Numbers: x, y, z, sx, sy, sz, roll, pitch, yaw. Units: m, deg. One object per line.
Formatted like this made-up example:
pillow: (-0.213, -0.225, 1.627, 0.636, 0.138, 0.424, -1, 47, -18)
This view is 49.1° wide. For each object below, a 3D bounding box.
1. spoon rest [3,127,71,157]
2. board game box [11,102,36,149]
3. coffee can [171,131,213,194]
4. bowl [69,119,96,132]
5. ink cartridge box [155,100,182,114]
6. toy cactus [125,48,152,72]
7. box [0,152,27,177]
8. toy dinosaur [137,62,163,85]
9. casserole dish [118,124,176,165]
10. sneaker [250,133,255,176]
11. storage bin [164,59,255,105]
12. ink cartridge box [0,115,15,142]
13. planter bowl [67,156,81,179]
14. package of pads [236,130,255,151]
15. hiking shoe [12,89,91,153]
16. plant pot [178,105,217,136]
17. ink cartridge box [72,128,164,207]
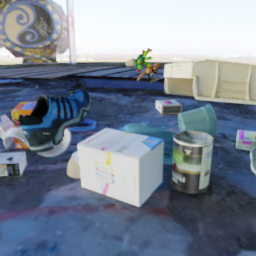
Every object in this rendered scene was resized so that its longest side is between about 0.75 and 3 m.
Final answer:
spoon rest: (-3.597, 0.449, 10.841, 2.878, 0.872, 1.430, 2, 53, 15)
board game box: (-3.830, -0.174, 11.861, 1.585, 1.586, 1.585, -2, 18, -7)
coffee can: (1.890, 0.996, 8.377, 1.137, 1.554, 1.137, 0, 18, 0)
bowl: (-2.266, -0.119, 13.825, 1.352, 0.265, 1.352, 0, 18, 0)
ink cartridge box: (2.412, -1.274, 16.861, 1.216, 0.554, 1.476, -2, 19, -10)
toy cactus: (0.437, -2.522, 10.652, 1.056, 0.655, 1.280, -7, 51, 26)
box: (-4.346, 1.233, 9.369, 1.621, 0.488, 0.946, -2, 18, -7)
toy dinosaur: (1.122, -2.735, 14.077, 1.417, 0.962, 0.724, -27, 9, 17)
casserole dish: (0.912, 0.637, 9.433, 2.720, 1.648, 0.528, 13, 61, -8)
sneaker: (4.677, 0.819, 9.575, 0.851, 1.140, 2.538, 5, 19, 13)
storage bin: (2.691, -1.506, 9.134, 2.484, 1.173, 2.502, 3, 10, -13)
ink cartridge box: (-5.315, 0.107, 12.249, 0.421, 1.252, 0.727, -36, 4, 24)
planter bowl: (-1.592, 1.194, 9.305, 0.911, 0.613, 0.911, -1, 18, 0)
package of pads: (5.061, 0.513, 11.567, 1.082, 0.478, 1.401, 7, 19, 20)
hiking shoe: (-1.818, -0.500, 7.448, 0.963, 1.122, 2.588, -4, 34, 27)
plant pot: (3.056, -0.244, 12.635, 1.409, 1.439, 1.439, -8, 19, -2)
ink cartridge box: (-0.322, 1.034, 8.331, 2.339, 1.465, 1.503, 11, 24, 30)
